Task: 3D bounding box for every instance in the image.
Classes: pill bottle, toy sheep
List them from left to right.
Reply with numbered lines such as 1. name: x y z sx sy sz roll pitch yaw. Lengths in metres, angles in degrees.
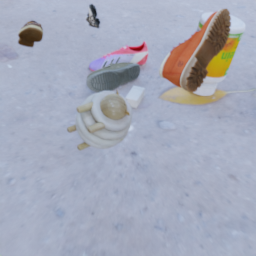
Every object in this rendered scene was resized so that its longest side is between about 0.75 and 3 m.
1. toy sheep: -0.547 -0.114 5.764 1.240 1.798 1.240 12 61 -23
2. pill bottle: 3.052 -2.621 10.314 1.530 2.755 1.530 5 40 -4

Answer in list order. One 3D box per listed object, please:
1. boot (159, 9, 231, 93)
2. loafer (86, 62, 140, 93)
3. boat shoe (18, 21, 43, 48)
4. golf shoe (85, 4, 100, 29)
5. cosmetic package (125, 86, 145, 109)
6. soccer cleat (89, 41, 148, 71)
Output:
1. boot: 1.544 -1.918 6.588 1.122 0.785 2.093 30 86 47
2. loafer: -0.669 -2.098 11.342 2.476 0.931 0.863 -21 36 -31
3. boat shoe: -2.625 -2.625 7.538 0.579 0.578 1.606 11 -3 -26
4. golf shoe: -1.540 -4.565 11.539 0.574 1.215 0.472 7 67 10
5. cosmetic package: 0.261 -1.176 10.559 0.488 0.385 0.907 16 44 16
6. soccer cleat: -0.403 -3.100 12.253 2.733 1.045 0.912 -13 43 -15
